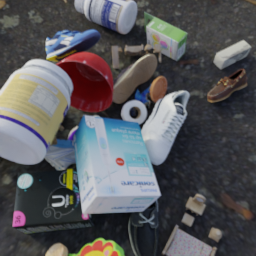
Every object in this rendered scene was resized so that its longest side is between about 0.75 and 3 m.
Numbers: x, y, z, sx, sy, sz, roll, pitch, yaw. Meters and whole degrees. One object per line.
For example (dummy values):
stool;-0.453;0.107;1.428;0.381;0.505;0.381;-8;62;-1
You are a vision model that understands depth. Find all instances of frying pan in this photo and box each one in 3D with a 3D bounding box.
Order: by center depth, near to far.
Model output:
frying pan;1.051;-1.060;11.050;0.788;0.212;1.303;33;75;24

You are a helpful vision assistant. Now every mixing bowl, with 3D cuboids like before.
mixing bowl;-1.511;-1.841;10.238;2.379;2.379;1.288;12;52;7

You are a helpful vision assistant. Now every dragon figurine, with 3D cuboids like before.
dragon figurine;0.498;-1.188;10.903;0.785;0.464;1.578;10;68;7

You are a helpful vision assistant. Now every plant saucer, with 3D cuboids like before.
plant saucer;1.142;-1.472;10.739;0.192;1.028;1.028;21;61;34

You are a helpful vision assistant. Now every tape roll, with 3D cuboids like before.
tape roll;0.209;-0.544;10.377;0.920;0.322;0.920;1;88;-16

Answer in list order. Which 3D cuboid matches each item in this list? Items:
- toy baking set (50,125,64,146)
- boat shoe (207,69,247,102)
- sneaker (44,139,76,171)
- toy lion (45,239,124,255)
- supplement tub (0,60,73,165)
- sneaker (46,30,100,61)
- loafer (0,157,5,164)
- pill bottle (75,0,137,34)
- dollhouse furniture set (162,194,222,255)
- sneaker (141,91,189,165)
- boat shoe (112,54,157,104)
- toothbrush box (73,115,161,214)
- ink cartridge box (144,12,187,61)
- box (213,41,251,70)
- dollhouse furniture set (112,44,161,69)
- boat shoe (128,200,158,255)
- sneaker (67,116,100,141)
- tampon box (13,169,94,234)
toy baking set;-3.346;-0.052;9.176;2.374;0.276;1.822;39;55;23
boat shoe;3.872;-1.687;11.021;1.993;0.701;0.702;-31;34;-21
sneaker;-2.447;0.954;9.507;2.852;1.069;1.236;6;83;13
toy lion;-1.277;4.050;6.708;2.714;0.972;2.831;-12;38;41
supplement tub;-2.892;-0.499;8.256;1.951;1.951;2.684;13;56;7
sneaker;-2.230;-3.387;10.847;2.411;0.891;0.992;-15;84;19
loafer;-4.237;0.100;9.794;0.944;1.046;2.766;33;61;-5
pill bottle;-1.049;-5.426;12.794;2.644;1.469;1.469;27;64;15
dollhouse furniture set;1.842;3.370;8.011;1.361;1.163;2.626;28;64;15
sneaker;1.329;-0.096;9.678;1.116;1.176;2.921;35;56;-25
boat shoe;0.100;-2.032;11.161;0.865;0.960;2.668;22;63;45
toothbrush box;-0.437;1.052;8.188;1.918;1.117;2.619;7;49;-27
ink cartridge box;1.396;-3.923;12.059;2.235;1.160;0.663;35;72;20
box;4.449;-3.123;11.990;1.502;0.617;0.514;-29;65;-14
dollhouse furniture set;0.337;-3.024;11.894;2.005;1.039;0.888;-4;101;-3
boat shoe;0.478;2.721;8.567;0.908;0.855;2.527;2;61;-1
sneaker;-1.482;0.222;9.791;1.444;0.502;0.718;-38;50;8
tampon box;-2.185;2.242;8.547;2.107;1.330;1.579;-5;61;-3
